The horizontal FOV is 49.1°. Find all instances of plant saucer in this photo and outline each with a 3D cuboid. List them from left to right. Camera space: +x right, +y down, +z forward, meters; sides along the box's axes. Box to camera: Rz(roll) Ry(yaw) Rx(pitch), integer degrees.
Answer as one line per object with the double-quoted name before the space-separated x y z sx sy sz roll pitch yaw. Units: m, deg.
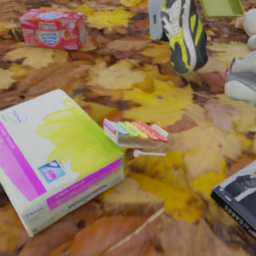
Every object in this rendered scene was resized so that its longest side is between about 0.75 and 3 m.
"plant saucer" 2.524 -3.663 7.985 1.358 0.325 1.356 -10 77 -22

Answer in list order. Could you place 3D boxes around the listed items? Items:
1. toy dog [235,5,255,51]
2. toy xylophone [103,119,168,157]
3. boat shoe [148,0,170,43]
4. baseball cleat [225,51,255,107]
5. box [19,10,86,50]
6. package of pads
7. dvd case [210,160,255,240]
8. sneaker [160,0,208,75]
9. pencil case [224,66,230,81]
"toy dog" 5.142 -4.180 11.071 1.767 1.291 2.680 -5 42 -5
"toy xylophone" 0.224 0.191 5.624 1.444 0.363 1.057 1 25 -46
"boat shoe" 1.047 -3.483 8.755 0.714 1.572 0.556 -4 9 -45
"baseball cleat" 2.904 -0.816 4.840 2.262 1.204 0.789 7 23 5
"box" -2.835 -3.767 10.754 2.208 1.101 1.054 7 42 8
"package of pads" -1.715 0.443 6.087 2.308 1.019 2.988 -28 49 -27
"dvd case" 3.303 1.348 5.597 2.648 0.327 1.990 -24 47 -25
"sneaker" 1.695 -2.913 8.222 1.127 2.664 0.992 -12 8 -39
"pencil case" 4.031 -1.770 8.698 2.169 0.898 0.938 -20 3 -21
